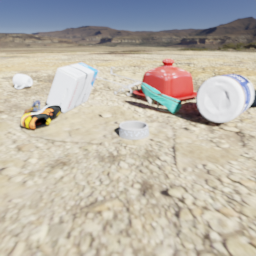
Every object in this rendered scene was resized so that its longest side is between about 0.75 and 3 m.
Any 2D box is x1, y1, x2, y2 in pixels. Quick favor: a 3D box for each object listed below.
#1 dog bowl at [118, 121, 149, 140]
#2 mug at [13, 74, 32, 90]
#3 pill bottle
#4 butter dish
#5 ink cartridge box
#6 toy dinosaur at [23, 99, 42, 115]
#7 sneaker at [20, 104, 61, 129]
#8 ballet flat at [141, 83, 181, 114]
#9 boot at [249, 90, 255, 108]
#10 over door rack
[{"bbox_3d":[0.177,0.055,9.302,1.089,0.319,1.089,-1,20,0],"label":"dog bowl"},{"bbox_3d":[-6.225,-2.643,16.476,0.935,0.788,1.067,11,53,23],"label":"mug"},{"bbox_3d":[3.863,-1.224,10.763,1.641,1.641,2.957,12,18,31],"label":"pill bottle"},{"bbox_3d":[1.922,-2.382,13.727,2.668,1.972,2.660,-14,23,-34],"label":"butter dish"},{"bbox_3d":[-2.385,-1.812,12.238,0.956,1.658,2.285,28,24,6],"label":"ink cartridge box"},{"bbox_3d":[-3.967,-0.938,11.903,1.165,0.612,1.057,-20,7,-21],"label":"toy dinosaur"},{"bbox_3d":[-2.950,-0.337,10.116,0.784,0.609,1.741,21,31,30],"label":"sneaker"},{"bbox_3d":[1.234,-1.178,11.720,2.072,0.729,0.698,32,17,26],"label":"ballet flat"},{"bbox_3d":[6.271,-1.231,12.202,1.739,0.791,2.070,12,16,41],"label":"boot"},{"bbox_3d":[-0.483,-2.512,15.605,2.340,0.780,1.729,30,30,17],"label":"over door rack"}]
